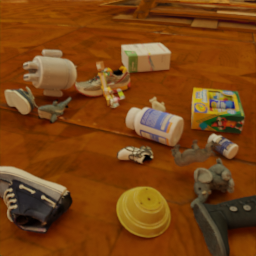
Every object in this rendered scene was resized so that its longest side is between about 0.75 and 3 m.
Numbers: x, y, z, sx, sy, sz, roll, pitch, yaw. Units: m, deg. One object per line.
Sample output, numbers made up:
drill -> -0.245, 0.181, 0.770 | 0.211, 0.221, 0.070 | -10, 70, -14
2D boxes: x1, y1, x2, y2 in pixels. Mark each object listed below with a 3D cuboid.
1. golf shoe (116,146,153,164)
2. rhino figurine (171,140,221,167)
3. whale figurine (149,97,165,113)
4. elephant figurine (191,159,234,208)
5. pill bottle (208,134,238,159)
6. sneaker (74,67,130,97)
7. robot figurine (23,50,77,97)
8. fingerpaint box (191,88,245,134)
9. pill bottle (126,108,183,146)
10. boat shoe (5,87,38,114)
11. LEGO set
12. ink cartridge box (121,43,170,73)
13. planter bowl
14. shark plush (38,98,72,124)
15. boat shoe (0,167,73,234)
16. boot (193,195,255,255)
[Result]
golf shoe -> 0.243, 0.952, 9.573 | 1.261, 0.490, 0.596 | -8, 34, -9
rhino figurine -> 2.151, 0.781, 8.840 | 1.585, 0.474, 0.693 | -16, 59, 14
whale figurine -> 1.264, -0.889, 12.132 | 0.680, 0.854, 0.443 | -33, -10, 14
elephant figurine -> 2.329, 1.630, 8.291 | 1.364, 0.965, 1.059 | -16, 5, 3
pill bottle -> 3.357, 0.627, 9.998 | 0.548, 0.548, 0.988 | -21, 39, -28
sneaker -> -1.294, -2.394, 13.951 | 2.923, 1.201, 1.138 | -17, 37, -23
robot figurine -> -3.576, -2.576, 13.304 | 2.600, 2.205, 1.468 | -5, 11, -38
fingerpaint box -> 3.697, -0.812, 11.854 | 1.947, 0.856, 2.334 | 7, 33, 10
pill bottle -> 0.967, -0.122, 10.608 | 2.004, 1.123, 1.123 | 20, 38, 27
boat shoe -> -4.596, -1.225, 12.238 | 0.840, 1.018, 2.718 | -22, 21, -33
LEGO set -> -0.773, -1.998, 13.037 | 0.866, 1.071, 2.327 | -15, 73, -11
ink cartridge box -> 1.025, -4.221, 16.767 | 2.574, 1.126, 1.870 | -9, 35, -10
planter bowl -> 0.490, 2.059, 7.472 | 1.515, 0.631, 1.515 | 9, 41, -8
shark plush -> -3.047, -0.862, 12.043 | 1.814, 0.755, 0.824 | -27, 42, -35
boat shoe -> -2.997, 1.922, 7.590 | 2.710, 1.012, 1.257 | 10, 27, 14
boot -> 2.926, 2.493, 7.176 | 2.025, 0.665, 1.669 | -2, 35, -10
